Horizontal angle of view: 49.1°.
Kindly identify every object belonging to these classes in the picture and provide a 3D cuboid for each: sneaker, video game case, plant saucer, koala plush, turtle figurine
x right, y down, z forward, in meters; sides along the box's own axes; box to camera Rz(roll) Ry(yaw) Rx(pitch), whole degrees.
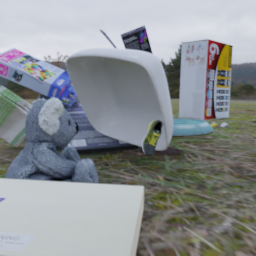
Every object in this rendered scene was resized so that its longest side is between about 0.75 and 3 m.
[{"bbox_3d":[0.523,0.189,6.005,0.307,0.825,0.349,18,-17,-13],"label":"sneaker"},{"bbox_3d":[-1.073,-0.451,8.620,2.126,0.282,2.977,-3,46,-18],"label":"video game case"},{"bbox_3d":[2.079,-0.083,11.952,2.992,0.410,2.992,-1,8,0],"label":"plant saucer"},{"bbox_3d":[-1.426,0.256,5.011,1.506,1.638,1.453,-4,9,-25],"label":"koala plush"},{"bbox_3d":[-0.291,-1.065,8.121,2.420,1.796,2.496,27,-10,-8],"label":"turtle figurine"}]

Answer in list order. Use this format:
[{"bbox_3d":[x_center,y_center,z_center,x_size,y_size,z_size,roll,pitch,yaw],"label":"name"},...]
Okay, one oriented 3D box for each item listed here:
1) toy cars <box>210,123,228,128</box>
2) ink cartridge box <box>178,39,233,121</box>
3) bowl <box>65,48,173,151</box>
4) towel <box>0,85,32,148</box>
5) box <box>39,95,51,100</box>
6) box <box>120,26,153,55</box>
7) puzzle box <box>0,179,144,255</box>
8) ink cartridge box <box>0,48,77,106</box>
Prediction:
[{"bbox_3d":[4.204,-0.143,12.934,0.989,0.219,0.443,-1,9,-7],"label":"toy cars"},{"bbox_3d":[2.073,-1.166,7.071,1.607,1.830,0.767,-7,11,-44],"label":"ink cartridge box"},{"bbox_3d":[-0.067,-0.828,6.819,2.590,2.593,0.968,14,50,34],"label":"bowl"},{"bbox_3d":[-3.748,-0.514,7.465,2.563,0.393,1.912,35,-48,-21],"label":"towel"},{"bbox_3d":[-1.671,-0.618,11.232,2.604,1.614,2.560,4,9,28],"label":"box"},{"bbox_3d":[0.234,-2.078,7.090,0.644,0.163,0.901,-19,-38,5],"label":"box"},{"bbox_3d":[-1.326,1.114,3.381,2.945,0.374,1.959,1,8,8],"label":"puzzle box"},{"bbox_3d":[-2.551,-1.520,8.150,2.380,0.499,1.420,26,25,-8],"label":"ink cartridge box"}]
